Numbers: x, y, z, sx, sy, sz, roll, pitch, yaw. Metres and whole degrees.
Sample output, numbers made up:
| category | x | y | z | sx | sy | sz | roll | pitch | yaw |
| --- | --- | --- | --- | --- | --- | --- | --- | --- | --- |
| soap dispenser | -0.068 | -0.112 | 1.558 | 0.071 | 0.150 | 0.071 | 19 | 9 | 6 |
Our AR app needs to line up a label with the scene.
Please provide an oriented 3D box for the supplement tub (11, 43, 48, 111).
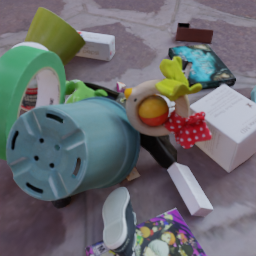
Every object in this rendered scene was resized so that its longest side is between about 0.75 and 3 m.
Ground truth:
| category | x | y | z | sx | sy | sz | roll | pitch | yaw |
| --- | --- | --- | --- | --- | --- | --- | --- | --- | --- |
| supplement tub | -3.046 | -1.552 | 8.935 | 1.390 | 1.981 | 1.390 | 6 | 59 | -9 |

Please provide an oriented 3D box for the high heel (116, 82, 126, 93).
| category | x | y | z | sx | sy | sz | roll | pitch | yaw |
| --- | --- | --- | --- | --- | --- | --- | --- | --- | --- |
| high heel | -0.283 | -1.338 | 10.175 | 0.350 | 0.499 | 1.039 | 14 | 20 | -23 |

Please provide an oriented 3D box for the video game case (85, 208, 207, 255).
| category | x | y | z | sx | sy | sz | roll | pitch | yaw |
| --- | --- | --- | --- | --- | --- | --- | --- | --- | --- |
| video game case | 0.608 | 3.053 | 5.460 | 2.246 | 0.444 | 2.478 | -17 | 45 | -17 |

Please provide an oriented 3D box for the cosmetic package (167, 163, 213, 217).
| category | x | y | z | sx | sy | sz | roll | pitch | yaw |
| --- | --- | --- | --- | --- | --- | --- | --- | --- | --- |
| cosmetic package | 1.518 | 1.519 | 6.972 | 0.558 | 0.342 | 1.352 | 22 | 30 | -39 |

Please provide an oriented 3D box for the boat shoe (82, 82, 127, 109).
| category | x | y | z | sx | sy | sz | roll | pitch | yaw |
| --- | --- | --- | --- | --- | --- | --- | --- | --- | --- |
| boat shoe | -0.319 | -0.734 | 8.987 | 2.956 | 0.883 | 1.056 | 17 | 36 | 15 |

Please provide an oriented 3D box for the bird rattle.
| category | x | y | z | sx | sy | sz | roll | pitch | yaw |
| --- | --- | --- | --- | --- | --- | --- | --- | --- | --- |
| bird rattle | 0.863 | -0.440 | 6.371 | 1.795 | 2.201 | 1.240 | -9 | 45 | 12 |

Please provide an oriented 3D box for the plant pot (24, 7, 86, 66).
| category | x | y | z | sx | sy | sz | roll | pitch | yaw |
| --- | --- | --- | --- | --- | --- | --- | --- | --- | --- |
| plant pot | -3.013 | -2.860 | 10.335 | 2.025 | 2.025 | 2.164 | 33 | 88 | 29 |

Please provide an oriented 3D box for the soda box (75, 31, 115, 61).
| category | x | y | z | sx | sy | sz | roll | pitch | yaw |
| --- | --- | --- | --- | --- | --- | --- | --- | --- | --- |
| soda box | -1.801 | -3.571 | 11.994 | 2.393 | 0.815 | 0.762 | 11 | 46 | 11 |

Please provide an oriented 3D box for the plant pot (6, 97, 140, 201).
| category | x | y | z | sx | sy | sz | roll | pitch | yaw |
| --- | --- | --- | --- | --- | --- | --- | --- | --- | --- |
| plant pot | -1.168 | 0.414 | 6.107 | 2.350 | 2.350 | 2.302 | 17 | 7 | 17 |

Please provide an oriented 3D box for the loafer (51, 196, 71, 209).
| category | x | y | z | sx | sy | sz | roll | pitch | yaw |
| --- | --- | --- | --- | --- | --- | --- | --- | --- | --- |
| loafer | -2.000 | 1.235 | 7.233 | 0.616 | 0.637 | 1.814 | -23 | 49 | -22 |

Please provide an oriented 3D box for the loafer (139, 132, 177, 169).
| category | x | y | z | sx | sy | sz | roll | pitch | yaw |
| --- | --- | --- | --- | --- | --- | --- | --- | --- | --- |
| loafer | 0.736 | 0.315 | 7.526 | 0.652 | 1.787 | 0.637 | -15 | 32 | 40 |

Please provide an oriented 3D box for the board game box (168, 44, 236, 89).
| category | x | y | z | sx | sy | sz | roll | pitch | yaw |
| --- | --- | --- | --- | --- | --- | --- | --- | --- | --- |
| board game box | 2.868 | -2.509 | 11.230 | 1.807 | 0.376 | 2.672 | -8 | 45 | -8 |

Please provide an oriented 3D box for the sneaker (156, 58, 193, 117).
| category | x | y | z | sx | sy | sz | roll | pitch | yaw |
| --- | --- | --- | --- | --- | --- | --- | --- | --- | --- |
| sneaker | 1.218 | -1.349 | 8.628 | 1.002 | 1.528 | 2.655 | 20 | 36 | 17 |

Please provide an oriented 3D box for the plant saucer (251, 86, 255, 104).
| category | x | y | z | sx | sy | sz | roll | pitch | yaw |
| --- | --- | --- | --- | --- | --- | --- | --- | --- | --- |
| plant saucer | 4.328 | -1.136 | 9.468 | 0.142 | 0.522 | 1.493 | -3 | 17 | 32 |

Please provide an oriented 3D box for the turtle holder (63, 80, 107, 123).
| category | x | y | z | sx | sy | sz | roll | pitch | yaw |
| --- | --- | --- | --- | --- | --- | --- | --- | --- | --- |
| turtle holder | -1.385 | -0.459 | 8.158 | 1.827 | 1.298 | 1.388 | 45 | 44 | -18 |

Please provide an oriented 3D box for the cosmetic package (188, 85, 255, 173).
| category | x | y | z | sx | sy | sz | roll | pitch | yaw |
| --- | --- | --- | --- | --- | --- | --- | --- | --- | --- |
| cosmetic package | 2.758 | -0.011 | 7.831 | 1.414 | 1.405 | 1.689 | -33 | 52 | -17 |

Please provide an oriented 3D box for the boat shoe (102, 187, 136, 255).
| category | x | y | z | sx | sy | sz | roll | pitch | yaw |
| --- | --- | --- | --- | --- | --- | --- | --- | --- | --- |
| boat shoe | -0.165 | 1.975 | 5.983 | 0.684 | 0.546 | 1.810 | -29 | 20 | 16 |

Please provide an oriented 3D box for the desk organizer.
| category | x | y | z | sx | sy | sz | roll | pitch | yaw |
| --- | --- | --- | --- | --- | --- | --- | --- | --- | --- |
| desk organizer | 3.064 | -4.402 | 12.967 | 1.653 | 0.637 | 0.593 | 7 | 45 | 7 |

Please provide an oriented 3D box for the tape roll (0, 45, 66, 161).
| category | x | y | z | sx | sy | sz | roll | pitch | yaw |
| --- | --- | --- | --- | --- | --- | --- | --- | --- | --- |
| tape roll | -2.459 | -0.542 | 6.969 | 0.684 | 2.847 | 2.847 | 14 | 46 | 8 |

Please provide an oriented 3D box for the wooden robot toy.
| category | x | y | z | sx | sy | sz | roll | pitch | yaw |
| --- | --- | --- | --- | --- | --- | --- | --- | --- | --- |
| wooden robot toy | -0.604 | 0.597 | 7.530 | 2.131 | 0.967 | 0.939 | 22 | 36 | 21 |
